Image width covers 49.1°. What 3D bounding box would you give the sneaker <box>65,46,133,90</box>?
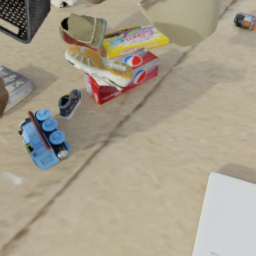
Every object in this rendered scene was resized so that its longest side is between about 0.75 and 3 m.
[{"bbox_3d":[-0.373,-0.677,3.375,0.832,0.365,0.315,22,57,-10],"label":"sneaker"}]

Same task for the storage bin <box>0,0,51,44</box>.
[{"bbox_3d":[-3.010,-3.593,6.880,1.879,2.779,1.303,26,71,-10],"label":"storage bin"}]

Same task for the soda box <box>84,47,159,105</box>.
[{"bbox_3d":[-0.169,-1.689,8.924,2.370,0.751,0.830,-30,56,-22],"label":"soda box"}]

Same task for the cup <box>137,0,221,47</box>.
[{"bbox_3d":[1.492,-3.005,7.171,2.088,1.493,2.088,-24,28,14],"label":"cup"}]

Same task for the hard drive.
[{"bbox_3d":[2.346,2.349,5.756,1.803,0.365,2.733,16,52,13],"label":"hard drive"}]

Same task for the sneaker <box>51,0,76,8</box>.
[{"bbox_3d":[-3.300,-5.878,12.401,2.570,1.119,0.958,20,52,40],"label":"sneaker"}]

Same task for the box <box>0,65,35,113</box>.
[{"bbox_3d":[-4.046,-1.109,8.643,1.407,0.429,1.777,27,55,21],"label":"box"}]

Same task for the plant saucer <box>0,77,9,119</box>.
[{"bbox_3d":[-2.855,0.175,5.027,0.363,2.465,2.465,31,50,-14],"label":"plant saucer"}]

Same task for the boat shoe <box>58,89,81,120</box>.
[{"bbox_3d":[-1.715,-0.857,8.345,0.439,0.563,1.240,8,50,7],"label":"boat shoe"}]

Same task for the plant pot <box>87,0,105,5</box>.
[{"bbox_3d":[-0.544,-2.825,5.389,0.893,0.779,0.893,12,67,-29],"label":"plant pot"}]

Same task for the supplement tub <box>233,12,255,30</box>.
[{"bbox_3d":[4.741,-4.284,11.268,0.895,0.548,0.548,26,55,20],"label":"supplement tub"}]

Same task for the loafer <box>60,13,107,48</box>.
[{"bbox_3d":[-0.883,-1.841,5.259,0.512,0.553,1.471,5,14,-35],"label":"loafer"}]

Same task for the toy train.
[{"bbox_3d":[-2.239,0.226,7.334,0.999,0.758,1.749,-29,55,-15],"label":"toy train"}]

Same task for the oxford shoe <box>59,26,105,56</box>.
[{"bbox_3d":[-1.550,-3.340,10.299,0.873,0.822,2.333,-35,58,-29],"label":"oxford shoe"}]

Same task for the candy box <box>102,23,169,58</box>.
[{"bbox_3d":[0.168,-3.367,10.636,2.483,0.328,1.269,-18,54,-15],"label":"candy box"}]
